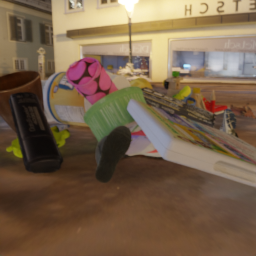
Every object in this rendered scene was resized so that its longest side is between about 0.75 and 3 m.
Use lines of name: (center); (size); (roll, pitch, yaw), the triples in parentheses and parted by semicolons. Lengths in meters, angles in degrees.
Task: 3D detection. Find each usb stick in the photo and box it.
usb stick: (-2.102, -0.006, 6.176); (0.744, 0.437, 2.682); (-4, 38, -29)

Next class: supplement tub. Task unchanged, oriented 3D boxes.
supplement tub: (-1.388, -1.011, 9.800); (2.674, 1.934, 1.934); (5, 13, 29)

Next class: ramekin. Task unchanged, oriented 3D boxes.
ramekin: (-0.212, -0.244, 7.181); (1.691, 0.826, 1.691); (-28, -13, -7)

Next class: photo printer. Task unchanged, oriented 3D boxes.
photo printer: (-3.540, -0.965, 10.426); (0.725, 1.736, 2.086); (-40, -14, 34)

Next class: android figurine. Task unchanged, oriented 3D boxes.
android figurine: (-2.202, 0.323, 6.873); (1.341, 0.303, 1.473); (16, 29, 38)

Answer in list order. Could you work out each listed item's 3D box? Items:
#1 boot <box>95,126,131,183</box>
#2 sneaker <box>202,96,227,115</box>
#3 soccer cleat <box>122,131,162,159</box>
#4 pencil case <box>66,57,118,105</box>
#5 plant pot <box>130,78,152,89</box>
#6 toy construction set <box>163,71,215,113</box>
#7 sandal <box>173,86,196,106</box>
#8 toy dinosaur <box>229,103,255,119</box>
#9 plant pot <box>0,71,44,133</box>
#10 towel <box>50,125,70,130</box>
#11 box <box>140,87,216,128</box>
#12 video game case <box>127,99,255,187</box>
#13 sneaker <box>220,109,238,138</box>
boot: (-0.331, 0.368, 5.414); (0.468, 1.173, 1.290); (29, 10, -6)
sneaker: (3.360, -1.026, 12.505); (2.083, 0.885, 0.802); (5, 13, 24)
soccer cleat: (0.172, 0.325, 6.493); (1.823, 0.667, 0.622); (1, 10, 8)
pencil case: (-0.751, -0.922, 7.073); (0.997, 0.966, 2.129); (51, -2, 28)
plant pot: (0.369, -1.837, 15.361); (1.515, 1.515, 1.426); (11, 31, 42)
toy construction set: (2.469, -1.298, 11.246); (2.522, 1.938, 2.104); (-6, 13, -28)
sandal: (1.827, -0.798, 10.163); (1.628, 0.709, 0.647); (-38, 18, 48)
toy dinosaur: (4.722, -0.701, 11.912); (1.311, 0.563, 0.888); (-1, 17, 22)
plant pot: (-3.120, -0.610, 8.204); (1.558, 1.667, 1.558); (-7, 30, 4)
towel: (-2.451, -0.011, 9.575); (0.626, 0.102, 0.853); (1, 10, 16)
box: (1.396, -0.520, 8.776); (2.619, 0.643, 2.111); (24, 16, 12)
video game case: (1.449, 0.276, 5.078); (2.665, 0.323, 2.927); (18, 12, -14)
sneaker: (2.577, 0.012, 7.368); (0.390, 1.013, 0.431); (2, -10, -30)
